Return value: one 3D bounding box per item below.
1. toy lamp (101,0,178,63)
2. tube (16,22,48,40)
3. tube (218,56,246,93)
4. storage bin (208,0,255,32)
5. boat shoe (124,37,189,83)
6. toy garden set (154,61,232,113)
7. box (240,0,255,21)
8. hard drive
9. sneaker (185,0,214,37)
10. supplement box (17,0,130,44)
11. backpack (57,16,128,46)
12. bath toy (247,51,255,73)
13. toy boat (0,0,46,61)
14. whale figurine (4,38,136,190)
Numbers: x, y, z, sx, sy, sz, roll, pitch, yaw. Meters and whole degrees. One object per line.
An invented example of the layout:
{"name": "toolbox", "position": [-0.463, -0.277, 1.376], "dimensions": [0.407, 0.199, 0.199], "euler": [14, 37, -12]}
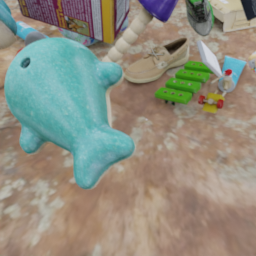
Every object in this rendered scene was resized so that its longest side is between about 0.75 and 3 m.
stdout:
{"name": "toy lamp", "position": [0.000, -1.779, 5.587], "dimensions": [0.784, 2.693, 0.784], "euler": [31, 31, -21]}
{"name": "tube", "position": [-3.766, -3.650, 11.429], "dimensions": [2.296, 0.579, 0.889], "euler": [34, 62, 24]}
{"name": "tube", "position": [3.608, -1.982, 9.785], "dimensions": [0.799, 0.520, 2.064], "euler": [25, 46, 11]}
{"name": "storage bin", "position": [4.665, -5.375, 12.832], "dimensions": [2.024, 0.955, 2.039], "euler": [-14, 47, -13]}
{"name": "boat shoe", "position": [1.027, -2.472, 9.925], "dimensions": [2.861, 0.923, 1.020], "euler": [-31, 53, -27]}
{"name": "toy garden set", "position": [2.338, -1.304, 8.950], "dimensions": [2.024, 0.485, 2.428], "euler": [17, 45, 33]}
{"name": "box", "position": [3.722, -3.418, 6.955], "dimensions": [1.132, 0.816, 1.525], "euler": [-25, 9, -5]}
{"name": "hard drive", "position": [2.169, -1.819, 7.454], "dimensions": [0.136, 1.022, 0.674], "euler": [-24, 63, 31]}
{"name": "sneaker", "position": [1.850, -3.336, 7.634], "dimensions": [0.734, 1.882, 0.802], "euler": [-12, 38, 24]}
{"name": "supplement box", "position": [-1.274, -3.226, 6.386], "dimensions": [2.485, 1.627, 1.282], "euler": [20, 66, 6]}
{"name": "backpack", "position": [-1.449, -4.619, 11.008], "dimensions": [2.809, 2.493, 2.114], "euler": [-32, 48, -23]}
{"name": "bath toy", "position": [2.946, -1.463, 6.264], "dimensions": [0.586, 0.498, 1.348], "euler": [18, 19, 12]}
{"name": "toy boat", "position": [-3.140, -2.430, 6.636], "dimensions": [2.420, 2.878, 1.338], "euler": [28, 82, 30]}
{"name": "whale figurine", "position": [-0.894, -0.332, 3.932], "dimensions": [1.894, 1.235, 2.381], "euler": [-38, 56, 4]}
